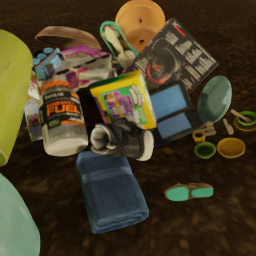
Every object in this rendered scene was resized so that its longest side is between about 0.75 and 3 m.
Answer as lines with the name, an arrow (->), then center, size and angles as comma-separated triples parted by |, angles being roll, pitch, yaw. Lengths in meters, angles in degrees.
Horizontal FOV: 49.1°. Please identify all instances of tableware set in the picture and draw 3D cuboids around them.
tableware set -> 2.851, 0.131, 7.622 | 2.250, 0.345, 1.516 | -12, 42, 9

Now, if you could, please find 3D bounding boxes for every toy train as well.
toy train -> -2.385, -1.938, 8.386 | 0.672, 0.510, 1.177 | 24, 55, 17

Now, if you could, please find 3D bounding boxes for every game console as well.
game console -> 1.151, -0.417, 8.046 | 1.575, 0.932, 1.344 | -23, 42, 5

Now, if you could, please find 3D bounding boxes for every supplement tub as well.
supplement tub -> -1.778, -0.273, 7.496 | 1.131, 1.131, 1.845 | -11, 66, -15

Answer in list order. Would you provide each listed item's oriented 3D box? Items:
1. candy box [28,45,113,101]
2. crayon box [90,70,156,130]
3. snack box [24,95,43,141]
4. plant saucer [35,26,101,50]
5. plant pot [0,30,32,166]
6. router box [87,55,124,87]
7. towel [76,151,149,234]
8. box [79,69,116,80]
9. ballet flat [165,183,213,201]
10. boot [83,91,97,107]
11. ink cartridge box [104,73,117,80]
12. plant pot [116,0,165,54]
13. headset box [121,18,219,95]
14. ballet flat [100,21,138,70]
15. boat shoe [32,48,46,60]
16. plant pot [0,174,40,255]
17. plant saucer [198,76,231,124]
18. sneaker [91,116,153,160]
candy box -> -2.228, -1.977, 9.777 | 2.883, 0.879, 1.966 | -30, 40, -31
crayon box -> -0.095, -0.644, 7.835 | 1.397, 1.619, 0.472 | -12, 32, 15
snack box -> -2.504, -0.506, 8.954 | 1.481, 0.552, 2.083 | -13, 36, -18
plant saucer -> -2.707, -4.130, 12.966 | 2.975, 0.544, 2.975 | 8, 4, -1
plant pot -> -3.626, -0.967, 6.944 | 2.730, 2.730, 2.917 | 10, 58, 14
router box -> -0.902, -2.454, 11.758 | 2.258, 0.590, 1.775 | -7, 35, -10
towel -> -0.429, 1.296, 6.383 | 1.242, 0.540, 2.225 | -9, 34, -15
box -> -0.905, -1.636, 8.496 | 0.780, 0.206, 1.000 | 5, 20, 19
ballet flat -> 1.353, 1.415, 6.410 | 1.145, 0.388, 0.414 | -5, 15, -8
boot -> -0.834, -1.117, 9.955 | 1.225, 0.453, 1.004 | 29, 46, 25
ink cartridge box -> -0.509, -1.037, 8.770 | 0.482, 1.432, 0.839 | -1, 68, 7
plant pot -> 0.618, -4.634, 13.616 | 2.479, 2.479, 1.735 | -1, 52, -1
headset box -> 1.104, -1.714, 8.663 | 1.918, 2.580, 0.968 | 40, 14, -11
ballet flat -> -0.236, -2.569, 9.319 | 2.266, 0.763, 0.797 | 56, 27, 3
boat shoe -> -3.930, -3.317, 12.968 | 0.803, 0.688, 2.195 | -4, 33, -1
plant pot -> -2.808, 1.677, 4.719 | 2.247, 1.804, 2.247 | 0, 35, 0
plant saucer -> 2.714, -0.852, 8.745 | 0.213, 1.557, 1.557 | 15, 30, -19
sneaker -> -0.344, 0.144, 6.786 | 1.238, 0.821, 2.175 | 6, 12, -23
